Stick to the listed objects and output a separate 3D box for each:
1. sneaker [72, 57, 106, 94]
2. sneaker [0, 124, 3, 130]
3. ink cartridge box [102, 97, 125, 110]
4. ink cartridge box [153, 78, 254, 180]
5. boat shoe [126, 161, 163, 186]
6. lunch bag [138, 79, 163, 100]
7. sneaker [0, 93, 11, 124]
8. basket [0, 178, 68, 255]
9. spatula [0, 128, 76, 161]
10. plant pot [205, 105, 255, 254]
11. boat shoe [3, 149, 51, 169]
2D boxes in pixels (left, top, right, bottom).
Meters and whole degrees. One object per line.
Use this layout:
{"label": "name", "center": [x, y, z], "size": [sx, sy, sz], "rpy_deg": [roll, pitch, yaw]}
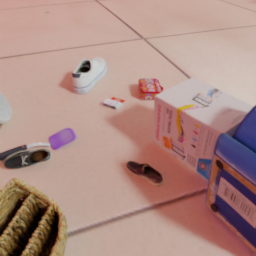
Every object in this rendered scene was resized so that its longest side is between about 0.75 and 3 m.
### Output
{"label": "sneaker", "center": [-1.710, -2.704, 12.851], "size": [1.083, 1.050, 2.967], "rpy_deg": [7, 39, 9]}
{"label": "sneaker", "center": [-4.786, -0.088, 10.180], "size": [0.309, 0.276, 0.773], "rpy_deg": [-8, 33, -3]}
{"label": "ink cartridge box", "center": [-0.576, -1.079, 11.492], "size": [0.648, 0.227, 0.797], "rpy_deg": [18, 46, 22]}
{"label": "ink cartridge box", "center": [2.279, -0.058, 8.800], "size": [1.843, 1.876, 2.548], "rpy_deg": [-27, 45, -30]}
{"label": "boat shoe", "center": [0.485, 1.259, 8.314], "size": [1.282, 0.416, 0.461], "rpy_deg": [28, 46, 31]}
{"label": "lunch bag", "center": [0.992, -1.667, 12.031], "size": [1.072, 0.499, 1.217], "rpy_deg": [0, 38, -7]}
{"label": "sneaker", "center": [-5.515, -0.828, 10.465], "size": [2.665, 1.540, 0.982], "rpy_deg": [45, 33, 9]}
{"label": "basket", "center": [-2.228, 2.410, 5.903], "size": [1.521, 1.588, 2.131], "rpy_deg": [10, 38, 13]}
{"label": "spatula", "center": [-3.117, 0.608, 9.255], "size": [2.787, 0.286, 0.788], "rpy_deg": [-17, 42, -19]}
{"label": "plant pot", "center": [3.473, 1.261, 6.492], "size": [2.550, 2.836, 2.836], "rpy_deg": [-26, 45, -21]}
{"label": "boat shoe", "center": [-3.087, 0.933, 8.549], "size": [1.419, 0.510, 0.480], "rpy_deg": [-12, 1, -12]}
